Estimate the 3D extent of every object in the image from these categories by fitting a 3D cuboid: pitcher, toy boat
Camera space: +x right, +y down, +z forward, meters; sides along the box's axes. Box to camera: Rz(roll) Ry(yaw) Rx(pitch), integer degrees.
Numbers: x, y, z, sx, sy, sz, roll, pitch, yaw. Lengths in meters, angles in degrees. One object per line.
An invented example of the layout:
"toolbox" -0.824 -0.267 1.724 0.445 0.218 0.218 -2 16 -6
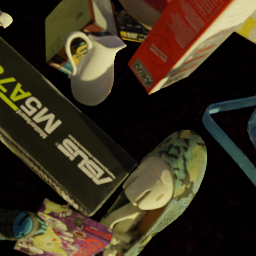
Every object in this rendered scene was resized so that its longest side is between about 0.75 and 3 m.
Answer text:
"pitcher" -0.571 -0.843 3.986 0.846 0.986 0.598 5 36 -30
"toy boat" 0.498 -3.318 6.095 1.626 1.623 2.487 -37 84 21

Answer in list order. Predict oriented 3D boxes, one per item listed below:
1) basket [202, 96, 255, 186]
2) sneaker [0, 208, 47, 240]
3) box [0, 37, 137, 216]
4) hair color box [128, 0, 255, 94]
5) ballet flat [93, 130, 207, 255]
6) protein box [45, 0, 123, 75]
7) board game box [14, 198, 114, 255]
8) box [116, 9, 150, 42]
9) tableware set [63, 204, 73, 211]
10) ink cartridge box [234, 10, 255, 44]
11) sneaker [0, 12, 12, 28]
"basket" 2.295 0.186 3.748 2.129 1.481 1.877 -18 57 -19
"sneaker" -1.291 0.994 2.849 0.951 0.390 0.348 3 67 18
"box" -1.218 -0.016 3.247 2.514 2.603 0.619 44 70 4
"hair color box" 1.018 -1.503 4.085 1.149 2.264 0.693 -28 79 -36
"ballet flat" 0.158 1.017 3.639 0.860 2.318 0.860 24 23 -11
"protein box" -0.815 -1.704 4.967 1.134 0.771 1.142 -32 54 30
"board game box" -0.853 1.374 3.434 0.854 1.423 0.230 25 45 -14
"box" 0.201 -3.293 9.040 1.386 0.342 1.107 12 55 8
"tableware set" -1.152 1.339 4.318 0.561 0.833 0.128 -25 98 -25
"ink cartridge box" 2.697 -2.706 5.857 2.770 1.155 2.011 35 39 6
"sneaker" -4.436 -3.616 9.244 1.131 0.426 0.500 19 70 11
